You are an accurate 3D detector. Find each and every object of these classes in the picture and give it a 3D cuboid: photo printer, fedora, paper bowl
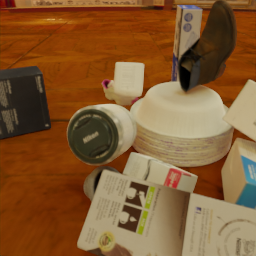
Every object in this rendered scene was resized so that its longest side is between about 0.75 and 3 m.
[{"bbox_3d":[0.014,-1.287,7.596,0.792,0.951,0.330,3,-10,4],"label":"photo printer"},{"bbox_3d":[-0.472,1.116,5.149,0.406,0.900,0.796,-12,57,42],"label":"fedora"},{"bbox_3d":[1.315,-0.272,6.985,2.562,1.332,2.562,1,29,-1],"label":"paper bowl"}]

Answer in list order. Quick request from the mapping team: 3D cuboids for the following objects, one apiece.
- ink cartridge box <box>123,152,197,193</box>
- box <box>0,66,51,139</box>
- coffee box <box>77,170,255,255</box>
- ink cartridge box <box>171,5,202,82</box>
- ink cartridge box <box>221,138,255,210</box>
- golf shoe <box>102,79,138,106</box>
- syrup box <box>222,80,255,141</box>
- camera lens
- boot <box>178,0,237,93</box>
[{"bbox_3d":[0.607,0.893,5.323,1.140,0.475,0.828,20,-1,34],"label":"ink cartridge box"},{"bbox_3d":[-2.967,-0.692,7.446,1.472,1.616,0.841,-13,30,-22],"label":"box"},{"bbox_3d":[0.851,1.426,3.488,2.478,1.400,0.989,11,70,20],"label":"coffee box"},{"bbox_3d":[1.946,-2.616,9.661,0.636,2.878,1.353,1,28,1],"label":"ink cartridge box"},{"bbox_3d":[2.905,1.138,4.561,2.469,0.830,1.434,17,29,7],"label":"ink cartridge box"},{"bbox_3d":[-0.305,-1.069,8.350,1.378,0.631,0.519,23,62,42],"label":"golf shoe"},{"bbox_3d":[2.528,-0.283,5.398,0.830,0.803,2.039,37,18,22],"label":"syrup box"},{"bbox_3d":[-0.422,0.075,4.999,0.986,0.986,1.233,8,10,15],"label":"camera lens"},{"bbox_3d":[1.632,-1.592,5.971,1.001,2.066,0.772,-34,57,-15],"label":"boot"}]
